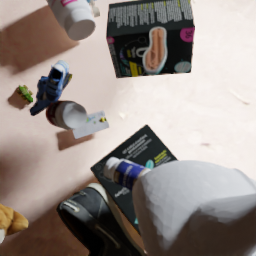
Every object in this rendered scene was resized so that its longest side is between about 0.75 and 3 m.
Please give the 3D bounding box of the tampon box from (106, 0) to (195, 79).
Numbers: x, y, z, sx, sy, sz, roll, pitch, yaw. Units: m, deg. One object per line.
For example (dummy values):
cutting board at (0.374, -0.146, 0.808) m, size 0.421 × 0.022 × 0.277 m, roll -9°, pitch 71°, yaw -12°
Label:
tampon box at (0.510, -1.965, 6.186) m, size 1.751 × 1.312 × 1.105 m, roll -4°, pitch 59°, yaw 8°

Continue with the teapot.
teapot at (1.476, 1.655, 4.277) m, size 2.123 × 2.906 × 2.869 m, roll -23°, pitch 106°, yaw 3°

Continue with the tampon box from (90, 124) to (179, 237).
tampon box at (0.495, 1.435, 6.739) m, size 1.724 × 1.452 × 2.300 m, roll -37°, pitch 76°, yaw -11°

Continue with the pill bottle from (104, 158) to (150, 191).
pill bottle at (-0.006, 0.926, 5.511) m, size 0.895 × 0.518 × 0.518 m, roll 17°, pitch 71°, yaw 30°

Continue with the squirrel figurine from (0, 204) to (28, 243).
squirrel figurine at (-1.990, 0.959, 3.366) m, size 0.855 × 1.128 × 1.208 m, roll -41°, pitch 49°, yaw -22°

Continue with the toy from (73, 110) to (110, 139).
toy at (-1.067, -0.077, 7.873) m, size 0.993 × 0.235 × 0.572 m, roll -19°, pitch 71°, yaw -5°

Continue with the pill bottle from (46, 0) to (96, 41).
pill bottle at (-1.798, -3.705, 8.581) m, size 1.079 × 1.079 × 1.904 m, roll -27°, pitch 75°, yaw -8°

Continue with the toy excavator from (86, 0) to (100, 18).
toy excavator at (-1.198, -4.174, 9.048) m, size 0.537 × 1.075 × 1.045 m, roll -22°, pitch 29°, yaw -6°

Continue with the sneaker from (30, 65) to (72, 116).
sneaker at (-1.774, -0.816, 6.098) m, size 0.528 × 0.475 × 1.284 m, roll 39°, pitch 97°, yaw -16°

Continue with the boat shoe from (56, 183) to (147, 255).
boat shoe at (-0.304, 2.391, 5.111) m, size 0.936 × 0.995 × 2.770 m, roll -21°, pitch 71°, yaw -49°

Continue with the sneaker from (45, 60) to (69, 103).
sneaker at (-1.480, -0.895, 5.609) m, size 0.347 × 0.939 × 0.386 m, roll 21°, pitch 28°, yaw -5°

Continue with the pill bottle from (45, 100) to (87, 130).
pill bottle at (-1.409, -0.303, 6.351) m, size 0.652 × 1.142 × 0.652 m, roll -4°, pitch 97°, yaw -32°

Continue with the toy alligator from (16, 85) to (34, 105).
toy alligator at (-2.932, -0.947, 8.150) m, size 0.317 × 0.230 × 0.956 m, roll -42°, pitch 77°, yaw -11°

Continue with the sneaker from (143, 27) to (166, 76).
sneaker at (0.516, -1.287, 5.033) m, size 0.402 × 0.450 × 1.125 m, roll 4°, pitch 56°, yaw 14°
